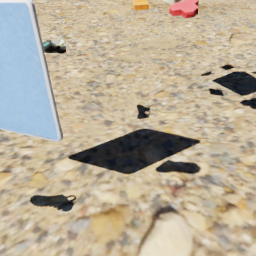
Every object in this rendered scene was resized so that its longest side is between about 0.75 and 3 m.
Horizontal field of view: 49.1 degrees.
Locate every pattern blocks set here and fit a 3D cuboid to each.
[{"bbox_3d":[1.147,-3.679,7.192,2.743,0.222,2.411,31,65,36],"label":"pattern blocks set"}]

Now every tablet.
[{"bbox_3d":[-2.125,-0.969,5.186,1.700,2.613,0.178,10,34,22],"label":"tablet"}]

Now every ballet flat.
[{"bbox_3d":[-1.691,-1.963,6.717,0.345,0.343,1.009,-31,7,24],"label":"ballet flat"}]
